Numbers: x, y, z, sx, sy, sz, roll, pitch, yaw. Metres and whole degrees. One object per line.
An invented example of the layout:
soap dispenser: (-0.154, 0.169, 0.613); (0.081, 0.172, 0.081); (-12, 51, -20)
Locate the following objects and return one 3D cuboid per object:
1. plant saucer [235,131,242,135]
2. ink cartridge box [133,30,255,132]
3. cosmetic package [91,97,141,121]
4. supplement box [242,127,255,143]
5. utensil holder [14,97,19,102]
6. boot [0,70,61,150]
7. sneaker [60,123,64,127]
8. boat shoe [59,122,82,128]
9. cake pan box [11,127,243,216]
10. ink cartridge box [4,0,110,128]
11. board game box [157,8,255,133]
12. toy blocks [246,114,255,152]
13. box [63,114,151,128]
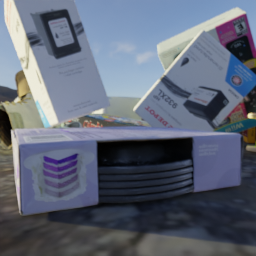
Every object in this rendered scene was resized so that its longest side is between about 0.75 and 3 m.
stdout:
plant saucer: (5.120, 0.138, 12.455); (2.788, 0.447, 2.788); (1, 2, 0)
ink cartridge box: (1.368, -0.690, 5.990); (1.546, 2.130, 0.892); (41, 9, -2)
cosmetic package: (-0.563, -0.504, 12.498); (1.685, 1.675, 2.014); (-1, 3, -25)
supplement box: (4.861, -0.557, 9.007); (2.099, 2.070, 1.394); (1, 2, 16)
utensil holder: (-3.185, -0.536, 10.957); (2.312, 1.965, 1.965); (-2, 1, 39)
boot: (-2.708, -0.560, 6.983); (0.847, 2.352, 1.819); (-29, -11, 21)
sneaker: (-1.633, -0.060, 9.272); (1.799, 1.061, 0.662); (3, 2, 18)
boat shoe: (-1.502, 0.223, 6.536); (0.821, 0.714, 2.226); (1, 2, 8)
cake pan box: (-0.262, 0.351, 3.981); (2.557, 0.726, 2.777); (-3, 4, -24)
ink cartridge box: (-1.400, -1.456, 4.856); (0.924, 2.771, 1.605); (-21, 5, -23)
board game box: (2.318, -1.209, 7.355); (2.163, 2.932, 0.942); (-22, 27, 16)
toy blocks: (3.324, -0.541, 5.864); (0.822, 2.264, 1.887); (6, 1, -11)
box: (-0.211, 0.026, 8.415); (2.850, 0.537, 1.947); (12, 8, 29)
